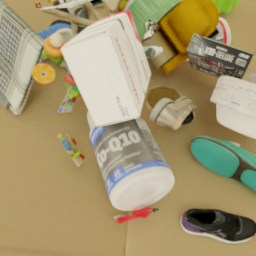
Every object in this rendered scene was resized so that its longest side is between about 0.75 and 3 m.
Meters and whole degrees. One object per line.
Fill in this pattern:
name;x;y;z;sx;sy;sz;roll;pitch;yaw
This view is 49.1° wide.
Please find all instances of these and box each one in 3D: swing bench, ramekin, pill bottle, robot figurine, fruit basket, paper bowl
swing bench;-1.349;-2.803;9.391;2.371;2.358;1.538;37;61;20
ramekin;0.726;-3.826;9.477;1.016;2.080;2.080;46;65;-2
pill bottle;2.504;-3.180;10.328;2.186;1.210;1.210;-17;59;-4
robot figurine;3.610;-5.853;12.033;2.329;1.347;2.043;39;65;22
fruit basket;-1.633;-0.929;8.415;0.520;1.027;1.109;25;97;8
paper bowl;3.132;-0.398;6.935;2.224;2.224;1.157;23;102;14
pill bottle;-0.093;0.548;7.580;1.662;1.662;2.921;-17;51;-11

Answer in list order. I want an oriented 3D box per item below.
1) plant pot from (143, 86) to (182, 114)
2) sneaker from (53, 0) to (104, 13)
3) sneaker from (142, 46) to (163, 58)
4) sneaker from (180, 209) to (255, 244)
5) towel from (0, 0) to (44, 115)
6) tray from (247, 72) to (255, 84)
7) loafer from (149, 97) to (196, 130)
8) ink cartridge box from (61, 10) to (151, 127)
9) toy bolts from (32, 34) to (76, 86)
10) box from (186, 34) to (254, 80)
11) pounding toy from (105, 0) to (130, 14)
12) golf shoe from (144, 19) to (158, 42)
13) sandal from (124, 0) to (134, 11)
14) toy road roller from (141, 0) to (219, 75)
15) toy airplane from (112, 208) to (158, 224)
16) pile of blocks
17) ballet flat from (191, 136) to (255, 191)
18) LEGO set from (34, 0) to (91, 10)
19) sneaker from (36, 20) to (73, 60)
plant pot;1.215;-0.933;9.519;1.432;0.197;1.432;1;56;-1
sneaker;-2.068;-5.345;11.995;2.263;0.839;1.002;-24;58;-14
sneaker;0.585;-2.198;8.156;0.413;0.363;1.031;-23;26;-32
sneaker;2.319;2.403;6.971;1.917;0.839;0.726;4;57;3
towel;-3.890;-2.190;8.841;2.766;2.873;0.496;44;33;18
tray;4.355;-1.156;8.129;0.281;2.532;1.360;-31;93;6
loafer;1.480;-0.310;8.016;0.833;0.953;2.650;39;21;20
ink cartridge box;-0.336;-1.540;6.756;1.118;1.919;2.651;-13;27;18
toy bolts;-1.714;-1.641;7.175;1.306;0.906;1.247;30;62;-10
box;2.672;-1.959;8.338;1.674;2.122;0.528;25;96;16
pounding toy;0.219;-4.565;8.676;1.357;1.361;2.373;35;102;11
golf shoe;0.541;-2.666;7.644;0.300;0.364;0.770;-18;37;42
sandal;-0.044;-5.277;12.140;0.875;0.654;2.284;-1;78;11
toy road roller;1.605;-3.036;8.873;2.600;1.898;1.597;-36;91;12
toy airplane;0.165;2.181;6.975;1.248;1.248;0.230;-11;71;-7
pile of blocks;-1.526;0.524;7.656;0.345;0.456;1.110;-37;79;-6
ballet flat;3.205;1.021;7.931;2.996;1.009;1.054;31;38;18
LEGO set;-1.965;-3.778;8.240;1.608;0.395;1.201;8;36;26
sneaker;-3.068;-3.354;10.688;2.560;0.983;1.424;-13;35;13
